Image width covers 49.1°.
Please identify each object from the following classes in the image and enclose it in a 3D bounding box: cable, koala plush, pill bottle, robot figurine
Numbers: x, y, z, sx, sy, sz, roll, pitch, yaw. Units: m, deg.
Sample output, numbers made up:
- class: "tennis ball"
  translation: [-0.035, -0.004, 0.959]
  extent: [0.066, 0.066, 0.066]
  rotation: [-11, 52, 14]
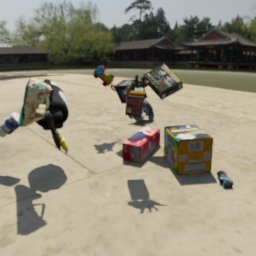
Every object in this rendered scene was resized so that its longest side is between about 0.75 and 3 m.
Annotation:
- class: "cable"
  translation: [-1.547, 0.067, 6.037]
  extent: [0.256, 1.019, 0.495]
  rotation: [-21, 25, -19]
- class: "koala plush"
  translation: [0.783, -0.983, 18.340]
  extent: [1.408, 1.459, 1.587]
  rotation: [10, 32, 29]
- class: "pill bottle"
  translation: [-4.827, -0.084, 11.388]
  extent: [1.063, 0.590, 0.590]
  rotation: [-37, 15, 10]
- class: "robot figurine"
  translation: [-3.284, -0.929, 11.809]
  extent: [1.466, 1.765, 2.349]
  rotation: [27, 26, -39]

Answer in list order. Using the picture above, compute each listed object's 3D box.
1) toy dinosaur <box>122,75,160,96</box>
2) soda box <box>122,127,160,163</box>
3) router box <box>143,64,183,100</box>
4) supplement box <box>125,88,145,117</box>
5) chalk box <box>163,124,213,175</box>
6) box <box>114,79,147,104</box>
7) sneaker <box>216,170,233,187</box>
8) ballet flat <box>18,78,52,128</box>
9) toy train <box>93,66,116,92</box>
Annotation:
- class: "toy dinosaur"
  translation: [0.463, -1.631, 10.245]
  extent: [1.394, 0.537, 0.713]
  rotation: [-17, -1, -13]
- class: "soda box"
  translation: [0.686, 0.743, 13.532]
  extent: [0.945, 0.856, 2.698]
  rotation: [8, 19, 24]
- class: "router box"
  translation: [1.658, -2.218, 13.383]
  extent: [1.229, 0.509, 1.640]
  rotation: [-29, 53, -8]
- class: "supplement box"
  translation: [0.259, -1.058, 11.037]
  extent: [0.668, 1.211, 0.519]
  rotation: [5, 44, -4]
- class: "chalk box"
  translation: [2.474, 0.790, 12.335]
  extent: [1.545, 1.534, 2.475]
  rotation: [-4, 17, -8]
- class: "box"
  translation: [0.108, -1.805, 13.961]
  extent: [0.744, 1.055, 1.426]
  rotation: [-38, 28, -27]
- class: "sneaker"
  translation: [3.605, 1.922, 10.701]
  extent: [0.402, 0.359, 0.981]
  rotation: [-4, 18, -11]
- class: "ballet flat"
  translation: [-3.372, -0.725, 10.071]
  extent: [0.909, 1.076, 2.845]
  rotation: [11, -27, -22]
- class: "toy train"
  translation: [-1.019, -2.549, 14.996]
  extent: [0.781, 1.845, 1.067]
  rotation: [-48, 9, -4]
